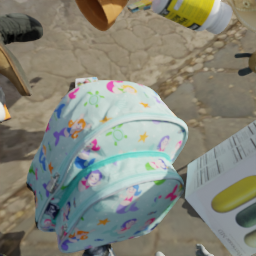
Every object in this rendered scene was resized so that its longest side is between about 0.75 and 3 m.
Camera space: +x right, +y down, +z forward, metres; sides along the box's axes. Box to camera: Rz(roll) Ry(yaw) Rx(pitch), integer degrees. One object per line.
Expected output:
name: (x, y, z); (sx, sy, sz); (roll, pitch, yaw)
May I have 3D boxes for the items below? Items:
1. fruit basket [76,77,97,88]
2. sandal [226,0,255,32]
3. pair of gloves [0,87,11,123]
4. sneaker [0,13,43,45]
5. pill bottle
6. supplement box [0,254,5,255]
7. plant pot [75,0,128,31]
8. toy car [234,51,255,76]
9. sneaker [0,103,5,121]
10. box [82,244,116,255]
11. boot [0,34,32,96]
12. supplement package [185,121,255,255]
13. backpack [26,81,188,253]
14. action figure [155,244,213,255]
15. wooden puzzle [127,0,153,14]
fruit basket: (-1.387, -1.418, 9.332); (0.728, 0.369, 0.786); (-4, 57, -3)
sandal: (2.805, -3.203, 6.607); (0.933, 0.837, 2.544); (-43, 87, 19)
pair of gloves: (-3.938, -0.603, 6.985); (1.667, 0.206, 1.486); (-25, 97, -9)
sneaker: (-3.001, -2.011, 6.200); (2.507, 0.753, 1.308); (0, 55, -41)
pill bottle: (1.558, -2.943, 6.757); (1.773, 0.986, 0.986); (17, 59, -17)
supplement box: (-3.059, 3.466, 5.668); (1.193, 1.776, 1.778); (13, 61, 8)
plant pot: (-0.742, -3.843, 8.268); (1.545, 1.545, 1.081); (41, 76, 21)
toy car: (3.539, -1.646, 7.315); (1.436, 1.180, 1.133); (9, 52, 37)
sneaker: (-3.582, -0.781, 6.328); (1.815, 0.661, 0.768); (44, 40, 21)
box: (-0.799, 3.166, 5.811); (0.399, 1.834, 1.469); (21, 61, 14)
boot: (-2.502, -1.278, 5.362); (0.655, 0.639, 1.736); (-33, 108, -8)
supplement package: (1.725, 0.737, 3.807); (1.482, 1.117, 1.125); (-38, 93, 20)
backpack: (-0.283, 0.650, 4.874); (2.462, 2.774, 2.088); (4, 33, -37)
action figure: (0.904, 2.293, 4.012); (1.712, 2.898, 0.793); (-22, 80, -27)
wooden puzzle: (0.507, -3.562, 8.022); (0.990, 0.117, 1.669); (-20, 29, 2)
